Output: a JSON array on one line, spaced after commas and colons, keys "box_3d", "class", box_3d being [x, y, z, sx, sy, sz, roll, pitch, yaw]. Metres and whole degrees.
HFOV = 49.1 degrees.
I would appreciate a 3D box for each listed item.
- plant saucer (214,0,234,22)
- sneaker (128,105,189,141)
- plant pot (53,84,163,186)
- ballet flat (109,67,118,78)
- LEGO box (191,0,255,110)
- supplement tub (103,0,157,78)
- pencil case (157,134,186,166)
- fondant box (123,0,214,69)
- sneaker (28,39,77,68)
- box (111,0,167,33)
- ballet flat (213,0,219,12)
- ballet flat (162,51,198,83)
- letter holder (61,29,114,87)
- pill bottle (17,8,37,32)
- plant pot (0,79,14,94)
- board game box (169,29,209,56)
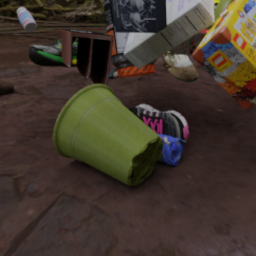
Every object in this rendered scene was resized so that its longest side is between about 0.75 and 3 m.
[{"box_3d": [3.652, -3.244, 8.443, 2.119, 2.119, 0.329, -6, -12, -13], "class": "plant saucer"}, {"box_3d": [0.663, -0.070, 8.585, 1.171, 0.987, 2.677, -16, 25, -30], "class": "sneaker"}, {"box_3d": [-0.317, 0.334, 6.850, 2.051, 2.160, 2.160, 32, 38, 28], "class": "plant pot"}, {"box_3d": [-0.579, -3.111, 15.528, 0.564, 0.564, 1.543, 16, 36, 31], "class": "ballet flat"}, {"box_3d": [2.621, -1.783, 6.181, 1.681, 0.871, 2.257, 42, 54, -8], "class": "LEGO box"}, {"box_3d": [0.130, -3.280, 9.892, 1.741, 2.843, 1.741, -7, 7, 1], "class": "supplement tub"}, {"box_3d": [0.635, 0.425, 7.726, 1.837, 0.798, 0.717, 18, 61, 35], "class": "pencil case"}, {"box_3d": [1.036, -2.768, 7.287, 2.328, 0.678, 1.680, -24, 41, 37], "class": "fondant box"}, {"box_3d": [-2.297, -2.473, 9.098, 0.874, 0.954, 2.240, 1, 10, 31], "class": "sneaker"}, {"box_3d": [0.211, -2.444, 5.476, 0.951, 1.044, 0.544, 10, 35, 28], "class": "box"}, {"box_3d": [3.457, -4.029, 9.636, 1.487, 0.497, 0.498, 15, 30, -2], "class": "ballet flat"}, {"box_3d": [1.800, -2.369, 10.249, 0.848, 0.785, 2.404, -16, 30, -12], "class": "ballet flat"}, {"box_3d": [-1.262, -1.928, 7.895, 1.066, 1.506, 2.119, 0, 20, -20], "class": "letter holder"}, {"box_3d": [-3.237, -3.444, 8.887, 0.409, 0.409, 0.752, -20, 68, -35], "class": "pill bottle"}, {"box_3d": [-5.683, -1.875, 12.774, 0.841, 0.786, 0.786, 3, 20, -33], "class": "plant pot"}, {"box_3d": [1.930, -2.677, 8.759, 1.125, 0.861, 0.227, 3, 49, -9], "class": "board game box"}]
